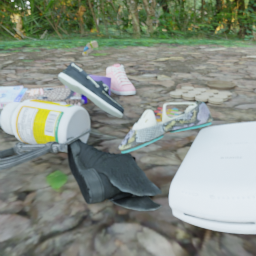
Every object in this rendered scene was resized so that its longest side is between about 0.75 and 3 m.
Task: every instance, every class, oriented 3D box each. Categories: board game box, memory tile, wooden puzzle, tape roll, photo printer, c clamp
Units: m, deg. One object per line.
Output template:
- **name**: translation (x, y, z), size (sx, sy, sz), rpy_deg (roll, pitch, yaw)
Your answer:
- **board game box**: translation (-2.933, -0.763, 10.686), size (2.343, 1.135, 1.868), rpy_deg (-3, 22, -10)
- **memory tile**: translation (3.662, -1.662, 14.124), size (2.691, 0.226, 2.063), rpy_deg (14, 26, 32)
- **wooden puzzle**: translation (1.581, -0.548, 11.501), size (1.113, 0.132, 1.877), rpy_deg (10, 24, 23)
- **board game box**: translation (-6.161, -1.229, 12.542), size (2.735, 0.596, 2.748), rpy_deg (-7, 23, -16)
- **tape roll**: translation (-1.910, -2.053, 13.478), size (2.158, 0.917, 2.158), rpy_deg (4, 8, -1)
- **photo printer**: translation (2.240, 0.932, 5.789), size (2.327, 0.971, 2.797), rpy_deg (-6, 27, 36)
- **c clamp**: translation (-2.734, 0.672, 7.422), size (2.842, 0.385, 2.428), rpy_deg (-6, 15, 39)

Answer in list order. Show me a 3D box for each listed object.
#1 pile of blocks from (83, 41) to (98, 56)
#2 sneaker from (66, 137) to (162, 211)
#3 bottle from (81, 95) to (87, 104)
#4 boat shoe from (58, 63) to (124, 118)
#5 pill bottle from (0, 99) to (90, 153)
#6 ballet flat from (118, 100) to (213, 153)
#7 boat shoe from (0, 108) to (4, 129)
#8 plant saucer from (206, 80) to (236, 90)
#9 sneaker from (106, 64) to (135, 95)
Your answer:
- **pile of blocks**: translation (-1.653, -3.435, 11.941), size (0.899, 0.369, 0.279), rpy_deg (-32, 35, 29)
- **sneaker**: translation (-0.500, 1.004, 6.837), size (1.522, 0.876, 2.918), rpy_deg (-9, 29, -21)
- **bottle**: translation (-2.596, -1.285, 12.897), size (1.356, 0.443, 0.566), rpy_deg (-8, 24, -19)
- **boat shoe**: translation (-1.032, -1.200, 8.660), size (2.390, 0.721, 0.904), rpy_deg (34, -12, 3)
- **pill bottle**: translation (-2.614, -0.121, 8.711), size (2.570, 1.449, 1.449), rpy_deg (10, 24, 22)
- **ballet flat**: translation (0.770, -0.121, 6.394), size (2.262, 0.814, 0.814), rpy_deg (-18, 25, -5)
- **boat shoe**: translation (-4.867, -0.389, 10.607), size (0.433, 0.518, 1.450), rpy_deg (-4, 26, -24)
- **plant saucer**: translation (5.274, -2.433, 15.987), size (1.649, 0.243, 1.649), rpy_deg (-1, 23, 0)
- **sneaker**: translation (-0.480, -2.627, 14.992), size (0.995, 1.382, 2.643), rpy_deg (-9, 25, -27)
